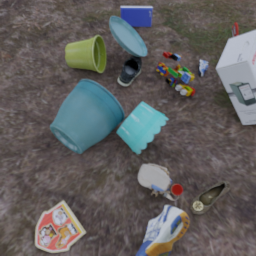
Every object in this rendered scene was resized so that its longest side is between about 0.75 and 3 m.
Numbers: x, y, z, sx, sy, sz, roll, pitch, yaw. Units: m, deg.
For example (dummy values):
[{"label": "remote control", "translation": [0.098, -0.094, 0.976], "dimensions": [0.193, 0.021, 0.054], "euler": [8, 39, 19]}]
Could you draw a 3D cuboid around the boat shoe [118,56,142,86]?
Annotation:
[{"label": "boat shoe", "translation": [0.192, -2.902, 13.161], "dimensions": [0.853, 0.757, 2.283], "euler": [32, 49, 2]}]

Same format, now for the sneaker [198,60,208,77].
[{"label": "sneaker", "translation": [3.632, -2.902, 13.548], "dimensions": [0.433, 0.425, 1.123], "euler": [8, 53, 11]}]

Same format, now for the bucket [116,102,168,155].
[{"label": "bucket", "translation": [0.491, -0.023, 10.293], "dimensions": [1.161, 1.785, 1.785], "euler": [41, 60, 3]}]

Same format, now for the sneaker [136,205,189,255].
[{"label": "sneaker", "translation": [0.875, 3.327, 8.476], "dimensions": [2.197, 0.827, 0.968], "euler": [-42, 30, -18]}]

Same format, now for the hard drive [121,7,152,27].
[{"label": "hard drive", "translation": [0.462, -6.244, 15.752], "dimensions": [1.736, 1.145, 0.220], "euler": [1, 52, 1]}]

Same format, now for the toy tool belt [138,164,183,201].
[{"label": "toy tool belt", "translation": [1.076, 1.845, 9.462], "dimensions": [1.574, 0.968, 0.983], "euler": [26, 75, 13]}]

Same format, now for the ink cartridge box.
[{"label": "ink cartridge box", "translation": [4.822, -1.940, 11.068], "dimensions": [1.254, 2.984, 2.178], "euler": [-8, 40, 42]}]

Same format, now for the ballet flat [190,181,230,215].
[{"label": "ballet flat", "translation": [2.787, 2.288, 9.415], "dimensions": [1.750, 0.406, 0.590], "euler": [-28, 56, -20]}]

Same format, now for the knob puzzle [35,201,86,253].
[{"label": "knob puzzle", "translation": [-2.243, 3.164, 8.612], "dimensions": [1.561, 0.216, 1.561], "euler": [0, 69, 1]}]

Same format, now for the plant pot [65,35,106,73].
[{"label": "plant pot", "translation": [-2.074, -3.481, 13.378], "dimensions": [1.588, 1.727, 1.727], "euler": [2, 51, 15]}]

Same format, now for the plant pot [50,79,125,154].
[{"label": "plant pot", "translation": [-1.637, -0.268, 10.441], "dimensions": [2.251, 2.251, 2.115], "euler": [29, 65, 21]}]

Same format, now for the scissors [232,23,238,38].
[{"label": "scissors", "translation": [5.614, -4.094, 14.239], "dimensions": [0.184, 0.965, 2.639], "euler": [-9, 78, 8]}]

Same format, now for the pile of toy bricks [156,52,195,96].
[{"label": "pile of toy bricks", "translation": [2.438, -2.538, 12.865], "dimensions": [1.173, 1.318, 2.376], "euler": [-5, 42, -36]}]

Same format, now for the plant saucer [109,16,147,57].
[{"label": "plant saucer", "translation": [-0.040, -4.236, 13.211], "dimensions": [2.369, 0.325, 2.369], "euler": [34, 36, -29]}]
